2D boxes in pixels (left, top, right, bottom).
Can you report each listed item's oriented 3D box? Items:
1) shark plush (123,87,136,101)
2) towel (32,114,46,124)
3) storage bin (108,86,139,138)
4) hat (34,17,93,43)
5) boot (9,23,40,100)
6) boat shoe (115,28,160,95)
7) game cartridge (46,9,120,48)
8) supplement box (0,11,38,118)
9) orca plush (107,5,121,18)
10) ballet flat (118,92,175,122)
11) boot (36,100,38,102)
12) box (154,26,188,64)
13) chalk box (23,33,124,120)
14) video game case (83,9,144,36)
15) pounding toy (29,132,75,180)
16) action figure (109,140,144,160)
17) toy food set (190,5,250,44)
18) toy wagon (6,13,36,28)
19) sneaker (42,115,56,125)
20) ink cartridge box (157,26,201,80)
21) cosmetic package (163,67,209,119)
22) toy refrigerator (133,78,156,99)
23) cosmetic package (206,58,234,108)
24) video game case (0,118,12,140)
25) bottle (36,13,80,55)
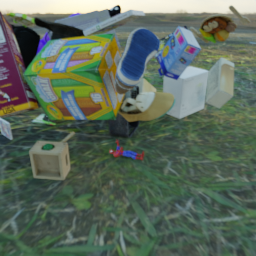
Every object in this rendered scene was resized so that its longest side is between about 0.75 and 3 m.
[{"bbox_3d":[-0.136,-1.357,8.727,0.613,1.349,0.562,1,45,13],"label":"shark plush"},{"bbox_3d":[-3.791,-0.407,12.482,0.658,0.101,0.862,5,26,12],"label":"towel"},{"bbox_3d":[-0.164,-0.679,10.983,0.864,1.842,1.246,10,31,20],"label":"storage bin"},{"bbox_3d":[-1.858,-2.542,9.378,2.967,1.197,2.967,18,5,-2],"label":"hat"},{"bbox_3d":[-3.613,-2.242,10.010,1.056,2.338,2.853,15,5,20],"label":"boot"},{"bbox_3d":[0.115,-1.519,6.236,0.714,0.715,1.975,33,49,-6],"label":"boat shoe"},{"bbox_3d":[-1.764,-3.642,11.229,2.661,1.725,0.511,-25,9,-22],"label":"game cartridge"},{"bbox_3d":[-3.243,-1.524,7.121,1.041,2.431,1.341,-18,6,-9],"label":"supplement box"},{"bbox_3d":[-0.890,-4.815,12.599,1.636,0.861,0.581,-33,52,1],"label":"orca plush"},{"bbox_3d":[0.348,-0.587,7.746,0.727,0.791,2.306,30,-21,-22],"label":"ballet flat"},{"bbox_3d":[-4.612,-1.376,13.954,1.392,0.532,1.170,-15,26,-15],"label":"boot"},{"bbox_3d":[2.029,-3.818,12.863,1.814,0.446,1.462,-24,40,18],"label":"box"},{"bbox_3d":[-1.491,-1.259,7.286,2.540,1.585,1.574,-1,47,20],"label":"chalk box"},{"bbox_3d":[-0.236,-1.969,5.241,0.953,0.115,1.047,-17,16,20],"label":"video game case"},{"bbox_3d":[-2.269,0.825,8.612,1.147,1.245,0.885,3,26,6],"label":"pounding toy"},{"bbox_3d":[-0.076,0.750,9.590,1.191,0.590,0.389,3,25,11],"label":"action figure"},{"bbox_3d":[2.909,-3.204,9.074,1.148,0.334,1.663,22,-23,-33],"label":"toy food set"},{"bbox_3d":[-4.029,-4.120,10.593,0.846,0.216,1.090,4,-9,46],"label":"toy wagon"},{"bbox_3d":[-3.317,-0.650,12.202,0.629,0.687,1.639,14,27,-10],"label":"sneaker"},{"bbox_3d":[1.537,-2.303,9.071,0.585,1.531,1.045,12,44,-25],"label":"ink cartridge box"},{"bbox_3d":[2.643,-1.689,13.037,1.906,1.912,1.175,-22,33,-37],"label":"cosmetic package"},{"bbox_3d":[0.483,-1.631,12.728,1.049,0.967,2.764,7,0,17],"label":"toy refrigerator"},{"bbox_3d":[3.242,-1.581,9.854,0.567,0.839,1.594,22,58,-9],"label":"cosmetic package"},{"bbox_3d":[-4.768,0.039,10.888,0.751,0.685,0.086,21,33,36],"label":"video game case"},{"bbox_3d":[-3.025,-3.813,12.340,2.925,1.222,0.955,-39,18,-9],"label":"bottle"}]
